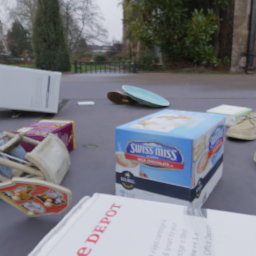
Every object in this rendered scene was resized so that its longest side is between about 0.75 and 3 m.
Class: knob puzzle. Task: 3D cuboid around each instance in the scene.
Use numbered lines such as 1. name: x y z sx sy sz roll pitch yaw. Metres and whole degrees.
1. knob puzzle: -1.155 0.933 3.584 1.054 1.054 0.146 1 47 4

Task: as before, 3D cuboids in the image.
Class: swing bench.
1. swing bench: -1.811 0.617 5.002 1.327 0.861 1.320 0 13 -1

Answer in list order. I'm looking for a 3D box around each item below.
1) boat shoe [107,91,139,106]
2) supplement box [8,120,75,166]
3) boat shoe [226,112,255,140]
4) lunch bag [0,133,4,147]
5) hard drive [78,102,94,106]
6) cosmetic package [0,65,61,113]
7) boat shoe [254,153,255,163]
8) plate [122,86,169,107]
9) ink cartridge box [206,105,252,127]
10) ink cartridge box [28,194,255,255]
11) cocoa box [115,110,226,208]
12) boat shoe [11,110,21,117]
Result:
1. boat shoe: -0.214 -1.472 14.240 1.752 0.647 0.648 18 16 20
2. supplement box: -1.927 0.311 6.503 0.923 0.727 1.409 3 14 14
3. boat shoe: 3.596 -0.120 8.338 2.161 0.702 0.779 -12 18 -41
4. lunch bag: -3.355 0.604 5.306 2.023 0.764 1.621 -4 12 -14
5. hard drive: -2.141 -1.222 14.174 0.777 0.104 0.513 -4 13 -13
6. cosmetic package: -4.362 -1.627 11.576 2.719 1.671 2.710 6 7 -20
7. boat shoe: 2.900 0.641 5.745 0.498 0.449 1.381 3 14 13
8. plate: 0.818 -1.487 13.711 2.442 0.312 2.442 19 19 -7
9. ink cartridge box: 3.243 -0.510 10.459 2.165 0.519 1.575 13 19 38
10. ink cartridge box: 0.456 1.321 1.843 2.288 0.970 1.666 6 15 17
11. cocoa box: 0.790 0.460 4.759 1.275 1.255 1.912 8 16 30
12. boat shoe: -4.608 -0.675 11.493 0.350 0.298 1.047 -4 14 -16
